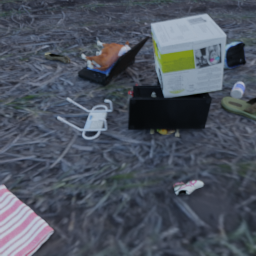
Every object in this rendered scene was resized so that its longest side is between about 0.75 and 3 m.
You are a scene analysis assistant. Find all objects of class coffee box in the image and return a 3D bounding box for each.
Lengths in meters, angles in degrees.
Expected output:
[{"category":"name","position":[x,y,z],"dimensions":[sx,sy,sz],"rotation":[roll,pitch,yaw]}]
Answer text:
[{"category":"coffee box","position":[2.116,-2.619,10.272],"dimensions":[2.134,2.110,2.130],"rotation":[-9,40,2]}]

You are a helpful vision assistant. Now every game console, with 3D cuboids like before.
[{"category":"game console","position":[-0.743,-3.570,13.950],"dimensions":[2.633,1.742,2.994],"rotation":[21,44,23]}]

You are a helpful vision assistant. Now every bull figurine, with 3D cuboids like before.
[{"category":"bull figurine","position":[-1.060,-3.764,14.365],"dimensions":[1.715,0.920,2.825],"rotation":[13,39,21]}]

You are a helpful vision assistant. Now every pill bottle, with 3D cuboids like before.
[{"category":"pill bottle","position":[4.997,-1.725,12.709],"dimensions":[0.504,0.504,0.899],"rotation":[19,43,21]}]

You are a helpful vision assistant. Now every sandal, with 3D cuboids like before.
[{"category":"sandal","position":[5.148,-0.881,11.524],"dimensions":[2.543,0.726,1.010],"rotation":[16,42,18]}]

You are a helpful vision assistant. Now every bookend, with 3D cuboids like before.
[{"category":"bookend","position":[1.393,-1.330,11.344],"dimensions":[2.969,1.376,2.988],"rotation":[0,36,-4]}]

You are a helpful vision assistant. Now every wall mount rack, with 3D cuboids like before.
[{"category":"wall mount rack","position":[-1.601,-0.496,10.817],"dimensions":[1.822,0.782,2.097],"rotation":[0,40,10]}]

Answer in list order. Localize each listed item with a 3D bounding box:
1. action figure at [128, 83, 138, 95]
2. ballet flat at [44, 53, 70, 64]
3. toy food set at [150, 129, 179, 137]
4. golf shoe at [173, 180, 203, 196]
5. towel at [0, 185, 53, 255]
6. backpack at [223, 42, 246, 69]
[{"category":"action figure","position":[0.665,-1.505,11.970],"dimensions":[1.296,0.641,0.423],"rotation":[4,59,-17]},{"category":"ballet flat","position":[-3.915,-3.911,15.396],"dimensions":[1.721,0.399,0.580],"rotation":[20,44,22]},{"category":"toy food set","position":[1.441,-0.001,10.867],"dimensions":[1.115,0.224,0.770],"rotation":[7,40,8]},{"category":"golf shoe","position":[1.872,1.863,8.586],"dimensions":[0.926,0.336,0.427],"rotation":[-12,45,0]},{"category":"towel","position":[-3.508,2.688,7.544],"dimensions":[2.545,0.381,1.862],"rotation":[27,47,29]},{"category":"backpack","position":[5.282,-3.726,14.577],"dimensions":[1.380,1.263,1.014],"rotation":[-24,23,-24]}]
